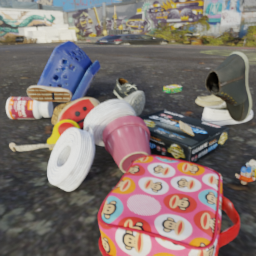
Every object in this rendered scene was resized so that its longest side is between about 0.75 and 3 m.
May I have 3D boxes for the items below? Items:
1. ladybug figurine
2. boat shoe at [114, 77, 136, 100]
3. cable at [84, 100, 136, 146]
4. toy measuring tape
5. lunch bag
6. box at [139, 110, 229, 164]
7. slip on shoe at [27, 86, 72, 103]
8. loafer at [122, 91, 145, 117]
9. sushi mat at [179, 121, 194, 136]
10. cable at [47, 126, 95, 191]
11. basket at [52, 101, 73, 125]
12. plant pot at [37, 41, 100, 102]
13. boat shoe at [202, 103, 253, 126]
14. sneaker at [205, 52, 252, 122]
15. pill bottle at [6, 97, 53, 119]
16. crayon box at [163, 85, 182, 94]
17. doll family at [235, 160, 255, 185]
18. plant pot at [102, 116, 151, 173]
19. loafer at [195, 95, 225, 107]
[{"bbox_3d":[-1.797,-0.413,10.806,1.919,1.302,0.690,-32,32,-19],"label":"ladybug figurine"},{"bbox_3d":[-0.007,-1.949,14.965,1.055,0.994,2.939,7,21,-26],"label":"boat shoe"},{"bbox_3d":[-0.559,-0.117,8.977,1.728,1.727,0.598,-17,54,-28],"label":"cable"},{"bbox_3d":[-2.630,0.240,9.669,2.706,0.995,0.995,-5,22,-8],"label":"toy measuring tape"},{"bbox_3d":[0.964,1.670,5.788,2.507,1.166,2.846,8,23,20],"label":"lunch bag"},{"bbox_3d":[1.655,0.208,10.079,2.381,0.689,2.995,-19,28,-40],"label":"box"},{"bbox_3d":[-2.906,-1.293,10.467,1.613,0.613,0.489,1,24,-3],"label":"slip on shoe"},{"bbox_3d":[-0.254,-0.667,11.402,1.036,1.038,2.968,8,35,32],"label":"loafer"},{"bbox_3d":[1.853,0.017,8.960,0.461,0.058,0.964,29,17,-2],"label":"sushi mat"},{"bbox_3d":[-1.498,0.793,7.303,0.561,1.622,1.622,30,22,-33],"label":"cable"},{"bbox_3d":[-2.307,-0.616,11.659,1.563,1.116,1.165,-15,27,-33],"label":"basket"},{"bbox_3d":[-3.006,-2.834,14.921,2.296,2.553,2.553,30,26,-8],"label":"plant pot"},{"bbox_3d":[4.411,-0.700,12.170,2.724,0.890,1.002,-12,25,-28],"label":"boat shoe"},{"bbox_3d":[3.707,-1.223,10.584,1.554,2.925,1.094,-33,34,-20],"label":"sneaker"},{"bbox_3d":[-4.367,-0.879,12.504,1.803,0.988,0.988,0,22,2],"label":"pill bottle"},{"bbox_3d":[2.729,-2.387,17.234,1.057,0.308,0.628,-17,27,-36],"label":"crayon box"},{"bbox_3d":[3.598,1.256,7.408,1.384,0.859,0.624,11,56,25],"label":"doll family"},{"bbox_3d":[0.054,0.586,8.347,1.463,1.463,1.309,-6,43,-14],"label":"plant pot"},{"bbox_3d":[4.594,-1.513,14.370,2.299,0.785,0.870,-1,22,-2],"label":"loafer"}]
